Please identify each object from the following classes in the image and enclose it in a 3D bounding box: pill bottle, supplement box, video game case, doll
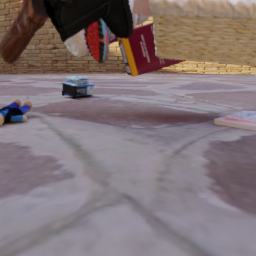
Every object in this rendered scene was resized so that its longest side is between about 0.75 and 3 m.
[{"bbox_3d":[-0.773,-3.715,9.500,2.978,1.672,1.672,-31,24,-20],"label":"pill bottle"},{"bbox_3d":[1.265,-2.544,8.280,2.929,1.254,1.616,-17,14,0],"label":"supplement box"},{"bbox_3d":[3.548,-0.223,7.980,1.384,0.169,1.935,12,18,43],"label":"video game case"},{"bbox_3d":[-3.545,-0.432,8.269,1.230,0.437,1.803,8,20,0],"label":"doll"}]

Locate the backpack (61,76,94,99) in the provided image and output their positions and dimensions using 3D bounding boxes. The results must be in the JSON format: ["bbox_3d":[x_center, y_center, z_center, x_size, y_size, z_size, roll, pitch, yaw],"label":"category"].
[{"bbox_3d":[-2.402,-2.034,13.871,1.402,1.030,1.283,-7,18,-43],"label":"backpack"}]

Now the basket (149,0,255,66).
[{"bbox_3d":[1.269,-1.988,3.939,1.857,1.841,1.494,6,-16,6],"label":"basket"}]

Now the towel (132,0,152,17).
[{"bbox_3d":[0.658,-3.867,8.506,1.011,0.171,1.058,7,-30,0],"label":"towel"}]

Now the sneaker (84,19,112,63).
[{"bbox_3d":[-0.452,-2.513,6.555,0.952,1.993,0.790,-19,39,-34],"label":"sneaker"}]

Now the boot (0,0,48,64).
[{"bbox_3d":[-3.407,-3.596,8.983,0.831,2.412,2.588,14,-32,-37],"label":"boot"}]

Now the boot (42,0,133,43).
[{"bbox_3d":[-0.462,-1.432,3.588,1.003,1.224,0.453,-36,67,-11],"label":"boot"}]
